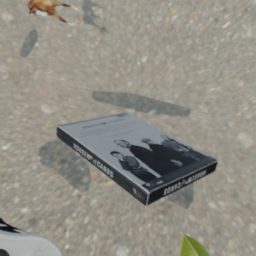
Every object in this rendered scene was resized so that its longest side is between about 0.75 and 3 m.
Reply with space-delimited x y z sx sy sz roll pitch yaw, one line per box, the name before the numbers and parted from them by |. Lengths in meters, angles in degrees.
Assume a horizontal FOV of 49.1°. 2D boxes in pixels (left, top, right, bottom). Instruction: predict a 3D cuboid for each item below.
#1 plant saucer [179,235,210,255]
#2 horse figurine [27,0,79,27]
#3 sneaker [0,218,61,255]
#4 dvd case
plant saucer | 1.300 2.609 4.666 0.299 1.248 1.249 -10 31 -20
horse figurine | -1.547 -2.746 5.767 1.034 0.389 1.560 6 66 -31
sneaker | -2.156 2.059 5.248 1.833 1.025 0.670 36 79 -35
dvd case | 0.106 0.375 5.294 1.889 0.311 2.513 -13 30 -41
